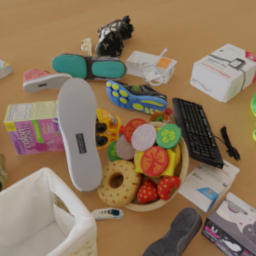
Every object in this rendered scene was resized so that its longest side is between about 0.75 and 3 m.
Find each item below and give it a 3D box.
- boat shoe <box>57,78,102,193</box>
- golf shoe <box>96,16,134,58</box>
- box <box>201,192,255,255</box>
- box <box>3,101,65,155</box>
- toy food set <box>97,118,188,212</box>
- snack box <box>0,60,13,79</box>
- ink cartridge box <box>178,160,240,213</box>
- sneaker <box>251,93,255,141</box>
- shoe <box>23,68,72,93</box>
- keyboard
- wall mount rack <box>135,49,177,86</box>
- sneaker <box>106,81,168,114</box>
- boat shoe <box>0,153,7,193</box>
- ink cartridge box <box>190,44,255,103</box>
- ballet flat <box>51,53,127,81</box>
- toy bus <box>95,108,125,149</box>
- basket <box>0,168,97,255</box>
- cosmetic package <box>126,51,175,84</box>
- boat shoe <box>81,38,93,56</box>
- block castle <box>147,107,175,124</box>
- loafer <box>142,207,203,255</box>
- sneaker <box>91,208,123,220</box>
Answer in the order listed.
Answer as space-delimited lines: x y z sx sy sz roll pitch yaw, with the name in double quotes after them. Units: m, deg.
-1.256 0.192 7.081 0.990 0.817 2.886 -4 76 -17 "boat shoe"
-0.810 -3.720 11.930 1.339 1.102 2.834 2 41 31 "golf shoe"
2.442 2.236 5.913 0.940 0.816 1.423 -35 54 -30 "box"
-2.454 0.010 7.800 1.489 1.310 0.720 -5 45 -5 "box"
0.344 0.830 6.779 2.308 0.561 2.285 -2 66 36 "toy food set"
-5.174 -2.143 10.617 0.969 0.389 1.149 25 51 25 "snack box"
2.040 1.329 6.966 0.837 0.482 1.446 34 44 31 "ink cartridge box"
4.305 -0.498 8.562 0.846 0.955 2.284 11 46 10 "sneaker"
-2.914 -1.819 10.098 1.741 0.622 0.792 -13 54 -6 "shoe"
2.203 0.081 7.897 1.873 0.304 2.948 20 33 -11 "keyboard"
0.953 -2.125 9.684 1.239 0.532 1.426 -20 50 -5 "wall mount rack"
0.276 -1.069 9.387 2.201 0.780 0.912 18 34 14 "sneaker"
-3.220 1.478 6.636 0.666 0.772 2.115 -8 47 9 "boat shoe"
3.555 -2.035 10.139 2.160 0.901 1.569 -33 53 -29 "ink cartridge box"
-1.393 -2.238 10.474 2.834 1.019 1.019 7 45 7 "ballet flat"
-0.512 -0.010 8.031 1.045 1.089 0.739 -5 40 -14 "toy bus"
-2.036 2.349 5.192 2.634 1.625 1.785 -31 50 -29 "basket"
0.841 -2.330 10.666 1.656 0.590 0.840 17 48 18 "cosmetic package"
-1.751 -3.388 11.844 0.460 0.490 1.330 -9 36 -6 "boat shoe"
0.685 -0.087 8.111 1.323 0.621 0.884 -38 12 -30 "block castle"
0.914 2.453 5.701 1.774 0.559 0.638 -48 37 -7 "loafer"
-0.494 1.992 6.557 0.753 0.273 0.271 -2 46 0 "sneaker"
